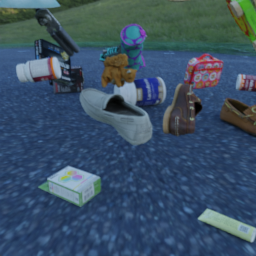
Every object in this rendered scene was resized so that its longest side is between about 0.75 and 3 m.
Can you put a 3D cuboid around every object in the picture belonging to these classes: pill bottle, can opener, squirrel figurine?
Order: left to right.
[{"bbox_3d":[-2.847,-1.827,8.962,1.247,0.683,0.683,-9,22,-1],"label":"pill bottle"},{"bbox_3d":[-2.499,-3.451,9.968,0.532,1.996,0.667,-27,48,16],"label":"can opener"},{"bbox_3d":[-0.255,-1.791,8.751,0.998,1.069,0.757,-1,6,31],"label":"squirrel figurine"},{"bbox_3d":[0.499,-1.561,12.419,2.090,1.209,1.209,-9,23,-19],"label":"pill bottle"},{"bbox_3d":[3.426,-1.221,7.747,0.769,0.439,0.439,8,23,12],"label":"pill bottle"}]

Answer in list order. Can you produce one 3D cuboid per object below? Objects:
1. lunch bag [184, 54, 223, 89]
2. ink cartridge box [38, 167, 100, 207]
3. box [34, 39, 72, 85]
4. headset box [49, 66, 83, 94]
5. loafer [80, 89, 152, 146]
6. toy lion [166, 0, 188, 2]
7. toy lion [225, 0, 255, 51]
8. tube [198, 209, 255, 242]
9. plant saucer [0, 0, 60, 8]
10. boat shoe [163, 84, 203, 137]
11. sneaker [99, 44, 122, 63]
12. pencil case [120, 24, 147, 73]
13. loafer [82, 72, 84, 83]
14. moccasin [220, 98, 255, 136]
[{"bbox_3d":[2.530,-1.903,9.339,1.264,1.114,0.518,-10,37,-24],"label":"lunch bag"},{"bbox_3d":[-1.357,1.251,6.375,1.325,0.393,0.688,13,25,30],"label":"ink cartridge box"},{"bbox_3d":[-2.927,-2.562,11.066,0.400,1.382,1.738,-6,-6,25],"label":"box"},{"bbox_3d":[-3.275,-2.523,14.750,1.739,1.294,0.672,-5,22,-15],"label":"headset box"},{"bbox_3d":[-0.319,-0.450,6.229,0.778,0.776,2.224,-30,47,-34],"label":"loafer"},{"bbox_3d":[0.802,-2.424,4.648,1.560,0.536,1.496,19,34,34],"label":"toy lion"},{"bbox_3d":[4.368,-3.845,10.201,0.841,2.449,2.348,-32,5,18],"label":"toy lion"},{"bbox_3d":[1.844,1.799,5.236,0.999,0.259,0.290,14,-13,40],"label":"tube"},{"bbox_3d":[-3.197,-3.791,8.109,2.378,0.458,2.378,3,26,-1],"label":"plant saucer"},{"bbox_3d":[1.368,-0.442,6.527,0.716,0.717,2.037,1,34,21],"label":"boat shoe"},{"bbox_3d":[-0.677,-3.165,12.086,0.843,0.717,1.848,16,-19,-24],"label":"sneaker"},{"bbox_3d":[0.205,-2.875,10.445,0.926,0.853,2.004,-5,-18,-1],"label":"pencil case"},{"bbox_3d":[-2.914,-2.896,16.603,0.651,0.721,1.906,3,31,4],"label":"loafer"},{"bbox_3d":[4.373,-0.417,9.676,1.019,1.075,2.786,-7,23,-18],"label":"moccasin"}]
